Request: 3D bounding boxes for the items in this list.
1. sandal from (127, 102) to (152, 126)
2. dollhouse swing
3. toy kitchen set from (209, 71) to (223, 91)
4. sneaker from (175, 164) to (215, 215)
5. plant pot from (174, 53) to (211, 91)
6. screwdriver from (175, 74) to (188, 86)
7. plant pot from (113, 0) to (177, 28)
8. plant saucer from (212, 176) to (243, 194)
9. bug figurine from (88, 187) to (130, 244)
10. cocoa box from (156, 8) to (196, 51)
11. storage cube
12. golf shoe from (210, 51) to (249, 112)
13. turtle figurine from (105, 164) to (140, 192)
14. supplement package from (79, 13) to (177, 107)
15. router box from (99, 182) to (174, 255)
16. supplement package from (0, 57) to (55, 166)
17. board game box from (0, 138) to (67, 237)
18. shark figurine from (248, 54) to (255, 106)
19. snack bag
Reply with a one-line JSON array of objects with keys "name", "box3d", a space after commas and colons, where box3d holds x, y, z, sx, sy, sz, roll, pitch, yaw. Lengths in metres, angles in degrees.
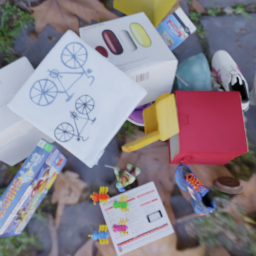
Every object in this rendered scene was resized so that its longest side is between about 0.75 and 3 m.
[{"name": "sandal", "box3d": [-0.054, -1.161, 9.361, 1.066, 0.644, 2.620, -34, 75, -11]}, {"name": "dollhouse swing", "box3d": [0.471, -0.139, 7.930, 1.390, 1.581, 1.437, -8, 89, -9]}, {"name": "toy kitchen set", "box3d": [2.445, -1.314, 9.342, 0.999, 0.734, 1.247, 8, 47, -24]}, {"name": "sneaker", "box3d": [1.994, 1.745, 8.126, 0.640, 0.666, 1.699, -36, 94, -30]}, {"name": "plant pot", "box3d": [2.026, -1.609, 9.153, 0.981, 1.464, 1.464, -10, 71, 5]}, {"name": "screwdriver", "box3d": [1.253, -1.892, 8.967, 0.312, 0.299, 2.144, -28, 50, -1]}, {"name": "plant pot", "box3d": [0.699, -5.252, 10.133, 1.964, 1.732, 1.964, 33, 74, 13]}, {"name": "plant saucer", "box3d": [2.956, 1.648, 8.282, 0.870, 0.870, 0.150, 4, 109, 1]}, {"name": "bug figurine", "box3d": [-0.507, 2.420, 7.683, 1.151, 0.382, 1.485, 9, 59, -18]}, {"name": "cocoa box", "box3d": [1.448, -3.174, 9.448, 0.876, 1.336, 0.891, -41, 96, -12]}, {"name": "storage cube", "box3d": [2.219, 0.038, 8.361, 1.856, 1.765, 2.065, 1, 71, -1]}, {"name": "golf shoe", "box3d": [3.469, -1.639, 9.290, 0.881, 1.117, 2.426, -12, 70, -4]}, {"name": "turtle figurine", "box3d": [-0.055, 1.323, 8.293, 0.675, 0.909, 0.937, -13, 103, 36]}, {"name": "supplement package", "box3d": [-0.064, -1.940, 8.486, 2.135, 1.642, 2.233, -20, 61, -13]}, {"name": "router box", "box3d": [0.231, 2.619, 8.187, 1.728, 0.422, 1.551, -20, 72, -7]}, {"name": "supplement package", "box3d": [-3.231, -0.363, 8.208, 2.217, 2.318, 1.705, -32, 74, -11]}, {"name": "board game box", "box3d": [-2.734, 1.707, 7.793, 0.448, 1.762, 2.603, 28, 73, 9]}, {"name": "shark figurine", "box3d": [4.324, -1.370, 9.301, 1.724, 1.204, 2.885, 5, 76, -34]}, {"name": "snack bag", "box3d": [-1.185, -0.759, 6.992, 2.665, 0.285, 2.513, 36, 83, 0]}]
